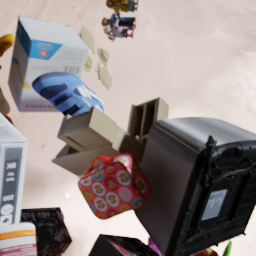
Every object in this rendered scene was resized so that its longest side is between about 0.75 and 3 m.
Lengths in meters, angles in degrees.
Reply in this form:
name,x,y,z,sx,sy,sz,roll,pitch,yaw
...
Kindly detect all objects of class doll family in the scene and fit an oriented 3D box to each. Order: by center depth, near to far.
name,x,y,z,sx,sy,sz,roll,pitch,yaw
doll family,-0.242,-3.042,7.618,0.969,0.704,1.561,8,93,9

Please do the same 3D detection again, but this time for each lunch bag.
name,x,y,z,sx,sy,sz,roll,pitch,yaw
lunch bag,-0.327,1.074,5.337,1.157,1.313,0.538,59,30,-6

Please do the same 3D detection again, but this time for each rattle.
name,x,y,z,sx,sy,sz,roll,pitch,yaw
rattle,-3.411,-1.112,7.773,1.507,2.315,1.654,-16,27,35

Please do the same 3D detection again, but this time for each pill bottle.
name,x,y,z,sx,sy,sz,roll,pitch,yaw
pill bottle,-1.652,2.116,3.792,0.827,0.827,1.448,-9,67,-7

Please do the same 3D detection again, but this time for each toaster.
name,x,y,z,sx,sy,sz,roll,pitch,yaw
toaster,1.610,1.055,5.894,2.491,2.755,1.635,-3,25,-35

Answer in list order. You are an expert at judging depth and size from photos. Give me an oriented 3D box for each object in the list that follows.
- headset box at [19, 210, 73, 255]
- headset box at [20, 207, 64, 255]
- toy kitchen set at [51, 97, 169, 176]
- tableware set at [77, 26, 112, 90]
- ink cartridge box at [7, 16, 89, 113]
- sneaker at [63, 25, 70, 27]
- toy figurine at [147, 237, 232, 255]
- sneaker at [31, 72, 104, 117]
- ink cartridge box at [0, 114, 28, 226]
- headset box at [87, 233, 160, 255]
name,x,y,z,sx,sy,sz,roll,pitch,yaw
headset box,-1.914,2.366,6.316,1.246,0.481,0.927,16,26,-46
headset box,-2.618,3.293,7.348,1.633,0.847,2.194,-3,53,-3
toy kitchen set,-0.545,-0.037,6.828,1.978,2.425,2.188,-17,49,36
tableware set,-1.081,-2.281,9.261,0.226,1.946,1.625,-16,58,28
ink cartridge box,-2.127,-1.542,7.190,1.426,1.937,1.401,-1,39,-36
sneaker,-2.098,-3.374,9.615,0.345,0.328,0.858,-25,12,19
toy figurine,1.041,3.409,6.909,2.494,2.034,2.710,16,31,23
sneaker,-1.269,-0.566,6.678,0.843,2.280,0.938,-25,62,25
ink cartridge box,-2.614,1.023,5.372,0.529,2.436,2.413,-1,17,-38
headset box,0.075,2.703,5.449,1.245,1.673,0.646,25,85,39
